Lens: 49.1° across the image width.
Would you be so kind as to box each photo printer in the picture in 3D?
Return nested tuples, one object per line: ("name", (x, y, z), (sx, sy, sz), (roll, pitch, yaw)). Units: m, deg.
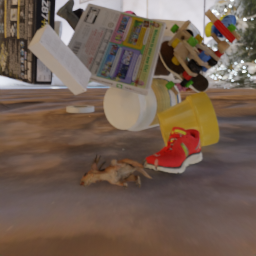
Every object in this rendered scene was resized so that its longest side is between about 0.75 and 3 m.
("photo printer", (1.758, -3.862, 11.432), (2.086, 0.725, 1.736), (17, 8, 30))

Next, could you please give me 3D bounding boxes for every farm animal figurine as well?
("farm animal figurine", (2.939, -2.695, 13.703), (1.151, 1.848, 2.288), (-19, 12, -1))

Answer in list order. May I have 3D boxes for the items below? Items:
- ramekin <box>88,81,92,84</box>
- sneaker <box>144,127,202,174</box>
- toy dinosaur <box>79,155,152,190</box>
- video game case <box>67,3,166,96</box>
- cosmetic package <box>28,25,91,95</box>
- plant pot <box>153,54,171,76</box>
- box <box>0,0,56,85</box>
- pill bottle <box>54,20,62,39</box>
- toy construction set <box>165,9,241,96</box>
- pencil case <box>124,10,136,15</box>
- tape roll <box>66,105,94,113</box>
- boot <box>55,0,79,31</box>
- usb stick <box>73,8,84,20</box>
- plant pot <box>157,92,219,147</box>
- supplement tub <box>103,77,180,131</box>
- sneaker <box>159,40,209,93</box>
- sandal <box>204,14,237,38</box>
("ramekin", (-1.858, -2.483, 11.066), (0.826, 1.691, 1.691), (-26, 11, 1))
("sneaker", (0.992, 0.427, 6.131), (0.802, 0.885, 2.083), (7, 13, 34))
("toy dinosaur", (-0.197, 0.786, 5.274), (1.311, 0.563, 0.888), (-1, 2, -34))
("video game case", (-0.384, -2.485, 8.514), (2.665, 2.927, 0.323), (15, -31, 1))
("cosmetic package", (-1.432, -1.425, 6.070), (0.372, 1.468, 0.606), (-17, 45, 28))
("plant pot", (1.167, -2.959, 12.233), (1.667, 1.558, 1.558), (28, 19, 17))
("box", (-2.737, -2.528, 7.196), (2.111, 2.619, 0.643), (16, 17, 36))
("pill bottle", (-4.027, -4.539, 12.588), (2.003, 1.089, 1.089), (7, 10, -6))
("toy construction set", (2.037, -2.732, 8.799), (2.104, 1.938, 2.522), (-34, -8, -27))
("pencil case", (-0.368, -3.948, 11.653), (0.966, 2.129, 0.997), (17, -24, 39))
("tape roll", (-2.731, -1.078, 15.972), (1.579, 0.288, 1.579), (0, 10, 0))
("boot", (-1.917, -4.051, 10.441), (1.290, 1.173, 0.468), (36, -32, -12))
("usb stick", (-1.717, -3.849, 12.230), (0.744, 2.682, 0.437), (-29, 21, -5))
("plant pot", (1.633, -0.117, 7.963), (1.426, 1.515, 1.515), (-16, 10, 3))
("supplement tub", (0.572, -0.924, 10.534), (1.934, 1.934, 2.674), (8, 13, 37))
("sneaker", (2.069, -2.285, 10.836), (0.893, 2.452, 1.038), (-41, 0, 9))
("sandal", (3.198, -3.304, 9.218), (0.709, 0.647, 1.628), (21, 45, 38))
